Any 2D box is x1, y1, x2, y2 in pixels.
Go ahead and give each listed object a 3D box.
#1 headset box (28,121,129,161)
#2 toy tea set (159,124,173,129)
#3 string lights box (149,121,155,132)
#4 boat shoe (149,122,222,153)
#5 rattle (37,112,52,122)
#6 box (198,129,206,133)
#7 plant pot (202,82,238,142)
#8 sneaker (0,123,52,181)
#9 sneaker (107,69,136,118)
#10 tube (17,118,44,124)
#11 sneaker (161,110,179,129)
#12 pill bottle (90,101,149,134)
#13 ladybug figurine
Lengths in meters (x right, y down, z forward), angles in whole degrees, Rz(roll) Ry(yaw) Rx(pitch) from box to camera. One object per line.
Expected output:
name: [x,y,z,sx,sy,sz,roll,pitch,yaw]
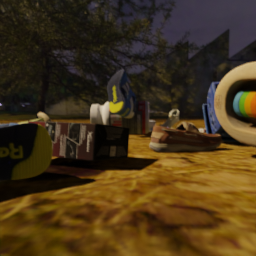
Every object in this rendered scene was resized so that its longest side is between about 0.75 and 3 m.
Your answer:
headset box: [-1.123,0.263,6.024,1.888,0.729,1.405,4,-2,28]
toy tea set: [1.873,0.144,14.291,1.187,0.439,0.706,1,31,-46]
string lights box: [0.756,-0.113,15.619,1.071,0.615,2.085,-1,3,-10]
boat shoe: [1.635,0.224,7.671,2.178,0.782,0.825,-1,3,-22]
rattle: [-3.692,0.129,12.311,1.249,1.139,1.749,-24,49,-37]
box: [4.375,0.141,15.036,1.035,0.180,0.570,-1,3,-17]
plant pot: [3.534,-0.421,9.603,1.717,1.717,1.544,2,-28,-7]
sneaker: [-2.479,0.369,3.781,2.728,1.009,1.122,6,-5,-42]
sneaker: [-0.265,-1.536,12.864,1.014,2.744,1.128,-32,-47,33]
tube: [-2.928,0.293,6.661,0.713,0.638,2.459,-25,-3,22]
sneaker: [1.888,-0.317,13.061,0.490,0.769,1.331,33,64,27]
pill bottle: [-0.365,-0.499,13.729,2.778,1.609,1.609,-1,3,3]
ladybug figurine: [2.863,-0.491,5.934,0.943,1.780,2.622,-5,13,-20]
